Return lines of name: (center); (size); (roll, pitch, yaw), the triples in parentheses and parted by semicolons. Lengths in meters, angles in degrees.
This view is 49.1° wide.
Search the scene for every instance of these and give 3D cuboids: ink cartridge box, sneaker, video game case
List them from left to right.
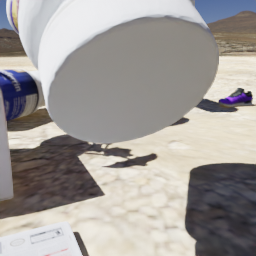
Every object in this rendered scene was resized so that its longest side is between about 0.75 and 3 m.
ink cartridge box: (-2.688, 0.028, 4.187); (1.591, 1.619, 2.199); (-7, 19, -24)
video game case: (-0.886, 1.420, 2.160); (1.268, 0.160, 1.771); (-7, 18, -24)
sneaker: (3.644, -1.066, 9.489); (1.242, 0.618, 0.432); (-3, 18, -12)

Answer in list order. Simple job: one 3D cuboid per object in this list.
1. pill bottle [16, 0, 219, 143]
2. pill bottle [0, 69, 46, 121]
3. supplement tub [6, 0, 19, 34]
pill bottle: (-0.295, -1.265, 2.670); (1.493, 1.493, 2.615); (-6, 55, -19)
pill bottle: (-3.289, -0.921, 7.751); (1.362, 1.362, 2.354); (8, 18, 25)
supplement tub: (-1.788, -2.803, 7.181); (2.227, 1.619, 1.619); (27, 28, 25)
